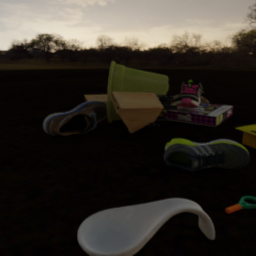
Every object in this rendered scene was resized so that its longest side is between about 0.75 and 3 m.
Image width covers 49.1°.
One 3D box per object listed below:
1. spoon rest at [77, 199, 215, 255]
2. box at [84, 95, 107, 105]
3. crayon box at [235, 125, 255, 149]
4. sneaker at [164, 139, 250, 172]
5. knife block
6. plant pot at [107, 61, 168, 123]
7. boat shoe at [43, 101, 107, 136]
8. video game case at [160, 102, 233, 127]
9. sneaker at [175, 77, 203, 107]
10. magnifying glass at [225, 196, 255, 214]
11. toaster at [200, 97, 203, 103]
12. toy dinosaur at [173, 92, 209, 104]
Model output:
[{"bbox_3d":[0.319,1.601,4.626,2.291,0.694,1.138,-3,16,-15],"label":"spoon rest"},{"bbox_3d":[-1.212,-1.777,17.435,2.836,0.302,2.318,-3,16,-14],"label":"box"},{"bbox_3d":[5.040,0.338,9.120,2.681,0.681,1.702,-6,17,-23],"label":"crayon box"},{"bbox_3d":[2.002,0.827,7.442,2.276,0.841,0.921,-1,21,24],"label":"sneaker"},{"bbox_3d":[0.725,-0.837,10.278,2.190,2.495,0.798,-30,59,2],"label":"knife block"},{"bbox_3d":[0.445,-1.465,12.213,2.448,2.662,2.662,4,16,1],"label":"plant pot"},{"bbox_3d":[-1.770,-0.256,10.937,2.889,1.044,1.046,-25,33,-36],"label":"boat shoe"},{"bbox_3d":[3.173,-0.753,13.354,2.908,0.521,2.636,11,19,34],"label":"video game case"},{"bbox_3d":[2.837,-1.679,12.974,1.102,1.307,2.988,5,12,20],"label":"sneaker"},{"bbox_3d":[2.354,1.588,5.764,0.918,0.103,0.365,-10,19,-29],"label":"magnifying glass"},{"bbox_3d":[3.654,-1.393,15.239,1.123,0.638,0.725,-21,27,-20],"label":"toaster"},{"bbox_3d":[3.155,-1.778,14.977,2.329,0.678,1.178,5,45,14],"label":"toy dinosaur"}]
